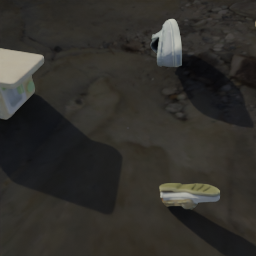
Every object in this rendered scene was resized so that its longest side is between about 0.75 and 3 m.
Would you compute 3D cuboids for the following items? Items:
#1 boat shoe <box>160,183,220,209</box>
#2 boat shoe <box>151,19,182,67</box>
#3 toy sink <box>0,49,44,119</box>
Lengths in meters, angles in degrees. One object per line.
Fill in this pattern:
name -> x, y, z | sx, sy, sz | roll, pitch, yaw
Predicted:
boat shoe -> 1.282, 1.431, 5.821 | 1.311, 0.448, 0.490 | -5, 5, 41
boat shoe -> 1.204, -2.844, 9.235 | 0.927, 0.908, 2.602 | -4, 41, 6
toy sink -> -3.606, -1.249, 7.845 | 2.384, 1.335, 1.554 | 11, 44, 13
